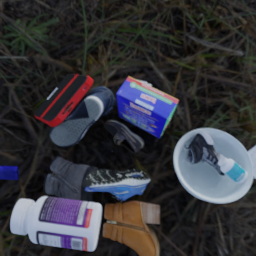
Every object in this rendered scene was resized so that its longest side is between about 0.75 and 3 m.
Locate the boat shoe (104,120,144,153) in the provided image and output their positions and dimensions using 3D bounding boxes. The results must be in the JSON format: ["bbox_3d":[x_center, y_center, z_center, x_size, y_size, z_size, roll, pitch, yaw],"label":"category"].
[{"bbox_3d":[-0.229,0.333,10.640,1.729,0.644,0.634,32,51,10],"label":"boat shoe"}]

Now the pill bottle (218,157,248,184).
[{"bbox_3d":[3.474,1.400,9.375,0.959,0.531,0.531,40,76,-8],"label":"pill bottle"}]

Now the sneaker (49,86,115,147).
[{"bbox_3d":[-1.668,-0.481,10.806,2.831,2.046,1.076,-36,102,29],"label":"sneaker"}]

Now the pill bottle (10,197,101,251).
[{"bbox_3d":[-2.153,2.870,8.577,2.518,1.403,1.403,8,73,1],"label":"pill bottle"}]

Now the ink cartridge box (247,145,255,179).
[{"bbox_3d":[5.002,1.342,10.633,1.185,0.261,1.207,-34,78,-11],"label":"ink cartridge box"}]

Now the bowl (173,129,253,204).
[{"bbox_3d":[2.834,1.478,9.944,2.730,1.227,2.730,2,60,-4],"label":"bowl"}]

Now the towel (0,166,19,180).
[{"bbox_3d":[-4.539,1.530,9.841,1.304,0.963,0.323,6,58,-15],"label":"towel"}]

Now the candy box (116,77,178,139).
[{"bbox_3d":[0.627,-0.669,10.182,1.915,2.265,0.873,28,75,8],"label":"candy box"}]

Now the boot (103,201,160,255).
[{"bbox_3d":[0.087,3.827,9.626,1.985,0.945,2.566,0,73,7],"label":"boot"}]

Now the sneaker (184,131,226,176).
[{"bbox_3d":[2.695,1.110,9.873,1.065,0.706,1.871,-35,99,-12],"label":"sneaker"}]

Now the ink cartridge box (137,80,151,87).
[{"bbox_3d":[0.452,-1.640,11.419,0.949,0.320,0.553,12,91,1],"label":"ink cartridge box"}]

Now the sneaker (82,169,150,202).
[{"bbox_3d":[-0.401,2.089,9.656,2.420,0.950,1.079,5,110,-26],"label":"sneaker"}]

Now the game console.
[{"bbox_3d":[-2.495,-1.128,10.743,2.326,2.057,0.361,-53,125,-14],"label":"game console"}]

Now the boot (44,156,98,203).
[{"bbox_3d":[-2.211,2.519,10.048,1.815,0.962,2.757,10,75,15],"label":"boot"}]
